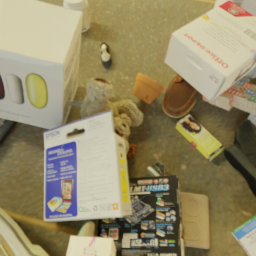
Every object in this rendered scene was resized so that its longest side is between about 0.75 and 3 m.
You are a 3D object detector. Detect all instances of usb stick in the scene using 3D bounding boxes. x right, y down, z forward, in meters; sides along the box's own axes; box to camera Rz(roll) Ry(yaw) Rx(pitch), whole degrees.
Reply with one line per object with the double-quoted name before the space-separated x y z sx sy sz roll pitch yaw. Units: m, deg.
"usb stick" -3.906 -0.002 8.484 0.728 0.428 2.625 19 60 11

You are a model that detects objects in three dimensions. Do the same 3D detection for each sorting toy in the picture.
"sorting toy" 1.356 2.314 7.173 1.436 0.262 1.329 8 59 0

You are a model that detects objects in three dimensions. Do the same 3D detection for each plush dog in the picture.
"plush dog" -0.618 0.025 7.786 1.810 2.256 1.938 -35 48 18

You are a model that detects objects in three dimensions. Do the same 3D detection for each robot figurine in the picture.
"robot figurine" 3.982 -2.075 9.553 1.227 0.693 1.041 9 90 4

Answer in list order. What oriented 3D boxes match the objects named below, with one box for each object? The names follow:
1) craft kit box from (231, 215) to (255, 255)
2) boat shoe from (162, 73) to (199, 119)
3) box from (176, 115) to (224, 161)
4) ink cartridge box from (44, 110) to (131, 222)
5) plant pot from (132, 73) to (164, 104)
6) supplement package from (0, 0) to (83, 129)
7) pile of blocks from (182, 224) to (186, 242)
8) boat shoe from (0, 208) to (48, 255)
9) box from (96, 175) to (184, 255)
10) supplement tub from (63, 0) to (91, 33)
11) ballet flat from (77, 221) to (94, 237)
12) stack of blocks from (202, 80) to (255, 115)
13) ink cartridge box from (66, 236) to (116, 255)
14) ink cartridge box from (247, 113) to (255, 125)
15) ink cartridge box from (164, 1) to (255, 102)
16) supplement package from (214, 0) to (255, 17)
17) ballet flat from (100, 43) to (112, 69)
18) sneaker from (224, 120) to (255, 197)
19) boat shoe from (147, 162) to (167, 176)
"craft kit box" 4.110 2.672 6.086 2.546 0.618 2.514 -35 67 1
"boat shoe" 1.961 -1.580 9.093 1.043 0.979 2.898 27 62 15
"box" 2.103 0.278 8.327 0.541 0.360 1.438 -35 65 -20
"ink cartridge box" -1.102 1.007 6.836 2.344 0.557 2.372 -15 69 31
"plant pot" 0.570 -1.205 8.901 0.965 0.965 0.675 32 95 18
"supplement package" -2.850 -1.723 7.740 2.713 2.837 2.086 12 55 -5
"pile of blocks" 1.174 2.322 6.882 0.392 0.297 0.955 -28 63 -15
"boat shoe" -2.788 2.743 6.380 2.972 1.111 1.017 35 59 19
"box" 0.270 2.208 6.770 2.037 0.506 2.022 -7 57 15
"supplement tub" -1.940 -4.405 10.644 0.928 1.280 0.928 0 59 0
"ballet flat" -1.034 2.723 6.541 0.370 0.401 1.188 40 109 38
"stack of blocks" 3.307 -1.028 8.781 1.666 0.488 0.959 30 62 36
"ink cartridge box" -0.701 2.731 5.859 1.042 0.669 0.652 0 47 7
"ink cartridge box" 4.812 0.008 8.427 0.992 0.466 2.109 -37 65 -19
"ink cartridge box" 2.778 -2.386 8.381 2.774 1.187 2.047 -36 69 -22
"supplement package" 4.485 -4.895 10.183 1.999 2.566 1.423 0 59 0
"ballet flat" -0.826 -2.635 10.080 0.418 0.418 1.143 -6 59 -4
"sneaker" 3.586 0.920 7.737 1.199 0.690 2.299 -26 60 -13
"boat shoe" 0.951 1.290 7.640 0.423 0.330 0.933 -33 50 -16
